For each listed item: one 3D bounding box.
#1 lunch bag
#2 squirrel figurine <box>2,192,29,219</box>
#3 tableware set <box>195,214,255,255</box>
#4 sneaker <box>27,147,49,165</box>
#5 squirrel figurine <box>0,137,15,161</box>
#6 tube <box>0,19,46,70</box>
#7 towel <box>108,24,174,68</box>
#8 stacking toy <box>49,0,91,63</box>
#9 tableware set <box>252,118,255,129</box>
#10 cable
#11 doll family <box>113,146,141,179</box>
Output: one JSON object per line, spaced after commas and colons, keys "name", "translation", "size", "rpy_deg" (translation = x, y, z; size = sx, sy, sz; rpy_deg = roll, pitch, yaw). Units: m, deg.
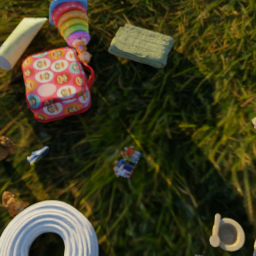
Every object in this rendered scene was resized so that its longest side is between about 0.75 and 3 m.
{"name": "lunch bag", "translation": [-2.429, -1.686, 10.112], "size": [2.435, 1.133, 2.765], "rpy_deg": [-17, 57, -4]}
{"name": "squirrel figurine", "translation": [-3.417, 2.241, 8.208], "size": [0.805, 0.752, 0.570], "rpy_deg": [25, 63, 14]}
{"name": "tableware set", "translation": [3.191, 3.715, 7.611], "size": [2.668, 0.310, 2.229], "rpy_deg": [18, 62, 10]}
{"name": "sneaker", "translation": [-2.982, 0.873, 9.278], "size": [0.324, 0.291, 0.788], "rpy_deg": [39, 66, 22]}
{"name": "squirrel figurine", "translation": [-4.116, 0.547, 8.976], "size": [0.854, 0.797, 0.604], "rpy_deg": [-29, 19, 3]}
{"name": "tube", "translation": [-4.496, -3.691, 11.715], "size": [0.870, 0.778, 2.998], "rpy_deg": [30, 55, -19]}
{"name": "towel", "translation": [0.555, -3.418, 11.659], "size": [2.473, 0.451, 1.834], "rpy_deg": [17, 58, 9]}
{"name": "stacking toy", "translation": [-2.158, -3.868, 11.564], "size": [1.591, 1.504, 2.741], "rpy_deg": [-14, 75, -21]}
{"name": "tableware set", "translation": [5.036, -0.096, 9.933], "size": [1.123, 0.130, 0.938], "rpy_deg": [-23, 62, -13]}
{"name": "cable", "translation": [-2.176, 3.326, 7.467], "size": [2.695, 0.933, 2.695], "rpy_deg": [-28, 64, -15]}
{"name": "doll family", "translation": [-0.095, 1.117, 9.064], "size": [0.689, 0.500, 1.110], "rpy_deg": [24, 74, 7]}
